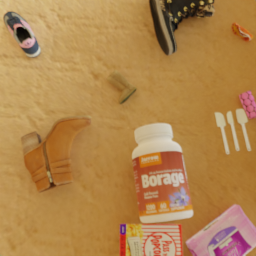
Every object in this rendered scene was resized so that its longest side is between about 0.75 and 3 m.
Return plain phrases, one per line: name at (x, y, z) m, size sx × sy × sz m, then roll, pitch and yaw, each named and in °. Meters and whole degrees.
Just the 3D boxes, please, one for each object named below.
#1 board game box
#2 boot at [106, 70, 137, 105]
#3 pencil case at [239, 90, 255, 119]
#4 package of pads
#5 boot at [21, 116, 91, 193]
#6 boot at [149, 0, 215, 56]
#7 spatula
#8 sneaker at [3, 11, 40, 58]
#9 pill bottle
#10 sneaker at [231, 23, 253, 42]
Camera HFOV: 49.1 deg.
board game box at (0.654, 3.512, 8.154) m, size 1.827 × 0.423 × 1.384 m, roll -1°, pitch 73°, yaw 0°
boot at (-0.347, -1.408, 9.751) m, size 1.041 × 0.344 × 0.911 m, roll 40°, pitch 64°, yaw 10°
pencil case at (4.156, -0.782, 9.521) m, size 0.442 × 0.428 × 0.944 m, roll -5°, pitch 73°, yaw -30°
package of pads at (2.776, 3.258, 8.068) m, size 1.957 × 0.740 × 1.179 m, roll -34°, pitch 75°, yaw -10°
boot at (-2.031, 0.793, 8.799) m, size 2.463 × 0.907 × 1.905 m, roll -24°, pitch 74°, yaw 4°
boot at (2.034, -4.134, 10.228) m, size 2.238 × 1.088 × 2.973 m, roll -10°, pitch 67°, yaw -2°
spatula at (3.559, 0.110, 9.382) m, size 1.029 × 0.119 × 1.480 m, roll -7°, pitch 73°, yaw -3°
sneaker at (-3.915, -3.596, 10.117) m, size 0.766 × 0.896 × 2.185 m, roll -36°, pitch 75°, yaw -10°
pill bottle at (0.922, 1.318, 8.269) m, size 1.521 × 1.521 × 2.711 m, roll -7°, pitch 73°, yaw -2°
sneaker at (4.242, -3.586, 10.470) m, size 0.353 × 0.334 × 0.916 m, roll -37°, pitch 80°, yaw -31°
